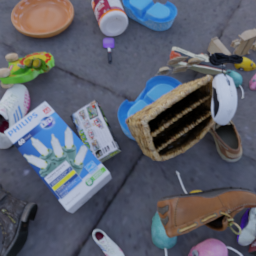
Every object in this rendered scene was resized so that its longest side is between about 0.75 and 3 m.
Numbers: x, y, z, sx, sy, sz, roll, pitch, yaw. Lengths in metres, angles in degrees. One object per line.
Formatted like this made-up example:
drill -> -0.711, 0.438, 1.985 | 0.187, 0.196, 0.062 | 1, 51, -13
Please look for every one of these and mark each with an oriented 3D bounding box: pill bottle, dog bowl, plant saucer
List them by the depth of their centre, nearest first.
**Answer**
dog bowl -> 0.797, -0.611, 9.230 | 1.483, 0.659, 2.660 | 40, 66, 15
pill bottle -> -0.829, -4.829, 11.379 | 1.139, 1.139, 2.079 | -16, 62, -8
plant saucer -> -3.507, -4.614, 11.649 | 2.535, 0.474, 2.535 | 0, 60, 0
dog bowl -> 0.875, -4.883, 11.726 | 2.415, 0.599, 1.346 | 34, 66, 18

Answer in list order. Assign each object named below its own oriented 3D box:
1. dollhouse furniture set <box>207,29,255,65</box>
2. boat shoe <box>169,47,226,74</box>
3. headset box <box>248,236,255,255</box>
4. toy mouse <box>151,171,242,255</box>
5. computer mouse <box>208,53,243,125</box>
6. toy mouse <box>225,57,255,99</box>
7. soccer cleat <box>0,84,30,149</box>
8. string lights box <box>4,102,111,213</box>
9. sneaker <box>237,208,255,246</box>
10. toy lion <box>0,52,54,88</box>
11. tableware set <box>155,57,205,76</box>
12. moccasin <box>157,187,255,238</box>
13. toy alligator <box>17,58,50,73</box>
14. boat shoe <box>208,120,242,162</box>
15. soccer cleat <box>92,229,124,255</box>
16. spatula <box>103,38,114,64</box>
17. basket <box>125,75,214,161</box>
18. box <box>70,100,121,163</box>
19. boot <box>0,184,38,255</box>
dollhouse furniture set -> 4.271, -3.354, 10.600 | 2.120, 1.099, 0.938 | -24, 65, -13
boat shoe -> 2.534, -2.408, 10.144 | 2.094, 0.745, 0.655 | 13, 86, 4
headset box -> 4.099, 2.831, 7.372 | 1.369, 0.711, 1.840 | 22, 62, 12
toy mouse -> 1.571, 2.867, 7.356 | 2.593, 0.565, 2.917 | -41, 65, -19
computer mouse -> 2.422, -0.979, 6.874 | 0.997, 0.399, 1.818 | 4, 84, -27
toy mouse -> 4.294, -1.849, 10.154 | 1.998, 0.387, 1.776 | 18, 62, 10
soccer cleat -> -3.811, -0.564, 9.043 | 0.878, 1.086, 2.515 | 1, 60, 0
string lights box -> -1.971, 0.804, 7.954 | 1.478, 0.848, 2.875 | -41, 75, -14
sneaker -> 3.232, 2.655, 7.594 | 0.375, 0.537, 1.079 | 29, 79, 4
toy lion -> -3.533, -2.167, 9.957 | 1.724, 0.618, 1.799 | -5, 40, 1
tableware set -> 1.667, -2.007, 9.121 | 1.282, 1.534, 0.178 | -9, 84, -22
moccasin -> 2.080, 2.046, 6.760 | 2.891, 1.058, 1.116 | 1, 70, -33
toy alligator -> -3.122, -2.119, 9.195 | 1.544, 0.512, 0.371 | 14, 84, 31
boat shoe -> 2.949, -0.090, 8.854 | 0.885, 0.839, 2.337 | -22, 62, -2
soccer cleat -> -0.552, 3.105, 7.360 | 1.076, 0.465, 0.376 | 38, 68, 18
spatula -> -0.735, -2.972, 10.821 | 0.447, 0.163, 1.582 | -1, 49, -7
basket -> 1.375, -0.111, 7.687 | 2.324, 1.731, 1.659 | -32, 99, -14
box -> -1.058, 0.153, 8.822 | 1.025, 0.323, 1.862 | -31, 66, 10
boot -> -3.441, 2.529, 7.591 | 1.566, 0.623, 1.798 | 17, 69, 14
